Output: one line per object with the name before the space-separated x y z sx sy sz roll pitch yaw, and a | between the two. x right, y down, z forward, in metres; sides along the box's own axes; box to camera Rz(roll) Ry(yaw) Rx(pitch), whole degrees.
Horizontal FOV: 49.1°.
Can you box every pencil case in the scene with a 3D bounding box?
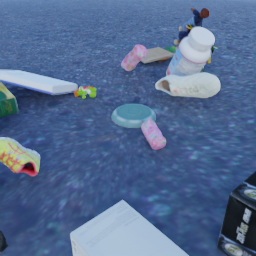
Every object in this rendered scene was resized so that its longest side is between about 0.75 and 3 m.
pencil case | 0.712 0.159 8.005 0.468 0.468 1.070 -6 32 -11
pencil case | 0.251 -3.054 12.333 0.662 0.662 1.515 -18 -7 -27

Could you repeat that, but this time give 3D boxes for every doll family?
doll family | 2.912 -3.711 11.985 1.167 2.973 1.719 -19 -5 -22

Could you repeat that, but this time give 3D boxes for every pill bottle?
pill bottle | 2.406 -2.703 10.868 1.221 2.246 1.221 7 57 -11

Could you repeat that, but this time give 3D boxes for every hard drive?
hard drive | -3.557 -1.759 10.625 2.695 0.342 1.778 15 15 15

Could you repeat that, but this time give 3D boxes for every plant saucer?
plant saucer | 0.189 -0.461 9.298 1.492 0.204 1.492 0 32 0

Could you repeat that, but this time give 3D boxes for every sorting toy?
sorting toy | 1.653 -3.870 14.814 2.688 0.396 1.987 -17 30 -20

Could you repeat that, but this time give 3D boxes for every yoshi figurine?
yoshi figurine | -1.566 -1.307 10.635 0.855 0.481 0.479 -4 -13 21

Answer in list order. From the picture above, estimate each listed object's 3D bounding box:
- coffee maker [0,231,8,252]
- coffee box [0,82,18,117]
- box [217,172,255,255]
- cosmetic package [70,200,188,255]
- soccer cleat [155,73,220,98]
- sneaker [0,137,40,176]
coffee maker | -3.571 1.877 4.014 2.292 1.607 2.386 11 33 17
coffee box | -5.412 -0.711 9.255 2.956 0.650 1.818 -20 36 -30
box | 2.423 1.452 4.963 1.643 1.345 0.708 -25 38 -34
cosmetic package | 0.166 2.186 4.243 1.173 0.844 2.080 -23 39 -33
soccer cleat | 2.019 -1.429 9.738 0.981 0.877 2.530 -23 21 -29
sneaker | -2.562 0.687 6.290 1.416 0.553 0.640 28 26 -40
